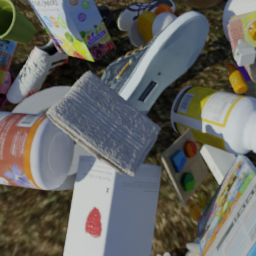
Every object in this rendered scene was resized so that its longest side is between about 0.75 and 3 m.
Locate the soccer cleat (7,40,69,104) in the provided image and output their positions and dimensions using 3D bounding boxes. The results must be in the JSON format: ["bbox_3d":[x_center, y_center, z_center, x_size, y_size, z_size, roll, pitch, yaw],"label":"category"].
[{"bbox_3d":[-3.028,-1.987,9.284,0.968,1.201,2.820,30,64,17],"label":"soccer cleat"}]

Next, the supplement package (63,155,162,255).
[{"bbox_3d":[-0.278,1.534,5.079,1.159,1.144,1.911,-1,79,48],"label":"supplement package"}]

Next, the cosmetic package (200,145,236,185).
[{"bbox_3d":[2.667,0.970,7.943,0.686,0.493,1.216,-17,59,-10],"label":"cosmetic package"}]

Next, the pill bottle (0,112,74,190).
[{"bbox_3d":[-2.310,0.361,5.167,2.342,1.314,1.314,4,59,15],"label":"pill bottle"}]

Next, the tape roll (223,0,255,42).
[{"bbox_3d":[3.760,-3.175,8.044,1.700,1.700,1.168,-29,26,-16],"label":"tape roll"}]

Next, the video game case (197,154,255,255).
[{"bbox_3d":[1.678,1.496,4.537,0.216,2.426,1.736,26,103,5],"label":"video game case"}]

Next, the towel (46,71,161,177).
[{"bbox_3d":[-0.269,-0.055,3.758,1.381,0.238,0.915,40,59,-6],"label":"towel"}]

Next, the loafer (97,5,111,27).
[{"bbox_3d":[-1.688,-3.945,10.637,1.037,0.908,2.884,35,65,19],"label":"loafer"}]

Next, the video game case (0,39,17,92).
[{"bbox_3d":[-3.741,-1.524,6.474,0.218,1.783,2.494,17,88,55],"label":"video game case"}]

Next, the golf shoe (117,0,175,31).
[{"bbox_3d":[0.474,-3.301,8.257,1.861,0.718,0.820,-17,45,22],"label":"golf shoe"}]

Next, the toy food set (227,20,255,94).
[{"bbox_3d":[2.372,-1.473,5.368,0.764,1.600,0.720,-12,53,4],"label":"toy food set"}]

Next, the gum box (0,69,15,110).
[{"bbox_3d":[-4.878,-0.872,8.819,1.476,0.860,2.600,11,60,6],"label":"gum box"}]

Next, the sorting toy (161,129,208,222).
[{"bbox_3d":[1.244,0.930,5.400,1.166,0.210,1.566,-39,109,-42],"label":"sorting toy"}]

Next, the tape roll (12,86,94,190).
[{"bbox_3d":[-1.937,0.235,8.095,2.959,0.978,2.959,0,59,-1],"label":"tape roll"}]

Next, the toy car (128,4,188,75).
[{"bbox_3d":[1.048,-2.352,7.608,1.440,1.920,1.680,-36,29,-21],"label":"toy car"}]

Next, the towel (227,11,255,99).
[{"bbox_3d":[3.418,-1.859,6.995,0.259,1.633,2.274,-25,102,-31],"label":"towel"}]

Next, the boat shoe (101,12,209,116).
[{"bbox_3d":[0.287,-1.210,5.328,2.567,0.908,1.165,-50,47,21],"label":"boat shoe"}]

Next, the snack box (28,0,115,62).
[{"bbox_3d":[-1.547,-2.828,6.655,0.772,2.282,1.925,-42,39,-20],"label":"snack box"}]

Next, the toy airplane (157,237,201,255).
[{"bbox_3d":[1.345,3.247,6.168,1.640,1.162,1.647,-4,41,-15],"label":"toy airplane"}]

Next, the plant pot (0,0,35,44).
[{"bbox_3d":[-2.206,-1.952,5.393,0.752,0.715,0.752,-2,85,23],"label":"plant pot"}]

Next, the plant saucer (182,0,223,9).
[{"bbox_3d":[2.260,-4.368,8.604,1.715,1.715,0.304,15,58,9],"label":"plant saucer"}]

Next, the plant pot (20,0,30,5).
[{"bbox_3d":[-2.753,-4.490,7.887,1.472,1.661,1.663,-26,92,5],"label":"plant pot"}]

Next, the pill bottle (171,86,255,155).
[{"bbox_3d":[2.149,-0.145,6.206,1.266,1.266,2.261,-42,39,-22],"label":"pill bottle"}]
